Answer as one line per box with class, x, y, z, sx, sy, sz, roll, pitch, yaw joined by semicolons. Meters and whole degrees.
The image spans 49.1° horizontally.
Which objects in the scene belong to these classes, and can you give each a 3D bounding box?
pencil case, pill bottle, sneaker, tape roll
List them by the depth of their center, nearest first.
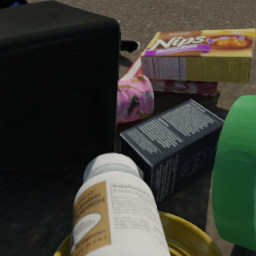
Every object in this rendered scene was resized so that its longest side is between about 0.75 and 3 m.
pill bottle;-0.176;1.339;3.981;1.224;1.224;2.141;-5;29;-5
tape roll;2.176;0.712;4.701;0.602;2.507;2.507;6;37;39
pencil case;-0.756;-0.636;6.994;2.869;1.241;1.188;-8;2;-24
sneaker;-0.245;-2.987;10.147;1.257;0.459;0.703;13;6;40

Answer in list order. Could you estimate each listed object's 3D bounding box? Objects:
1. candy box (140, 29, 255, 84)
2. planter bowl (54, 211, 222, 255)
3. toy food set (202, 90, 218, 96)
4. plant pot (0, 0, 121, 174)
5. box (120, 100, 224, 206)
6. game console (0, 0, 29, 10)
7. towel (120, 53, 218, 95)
candy box;1.972;-2.071;7.924;2.871;0.811;1.675;8;44;23
planter bowl;0.134;2.251;3.943;2.364;0.985;2.364;0;20;0
toy food set;2.196;-1.261;8.638;0.500;0.471;1.047;-24;63;-44
plant pot;-2.091;-0.760;5.552;2.627;2.961;2.954;-16;35;-30
box;0.883;0.515;5.777;1.910;1.418;1.023;-25;47;-25
game console;-2.289;-2.161;7.209;1.655;2.806;0.338;-38;35;9
towel;1.408;-1.856;8.754;2.988;0.340;2.152;7;44;25
